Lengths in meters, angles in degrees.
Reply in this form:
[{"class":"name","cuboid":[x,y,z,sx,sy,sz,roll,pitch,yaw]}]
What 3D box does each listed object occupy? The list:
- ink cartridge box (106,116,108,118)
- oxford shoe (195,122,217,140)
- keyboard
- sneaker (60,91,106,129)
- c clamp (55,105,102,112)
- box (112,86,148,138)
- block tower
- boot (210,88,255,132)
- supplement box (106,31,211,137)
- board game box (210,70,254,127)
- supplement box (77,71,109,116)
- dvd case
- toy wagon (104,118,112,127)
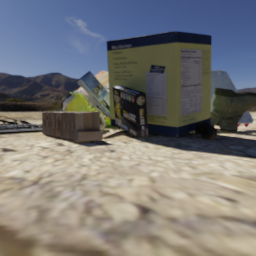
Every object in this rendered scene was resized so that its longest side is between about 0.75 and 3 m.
[{"class":"ink cartridge box","cuboid":[-0.122,-0.970,15.665,2.251,0.933,1.652,0,-10,-3]},{"class":"oxford shoe","cuboid":[2.144,0.081,7.346,0.500,0.430,1.184,12,9,-1]},{"class":"keyboard","cuboid":[-3.820,-0.118,9.266,2.738,0.543,1.425,-2,5,-38]},{"class":"sneaker","cuboid":[-1.417,-0.571,9.639,0.890,0.878,2.329,36,4,23]},{"class":"c clamp","cuboid":[-2.027,-0.646,11.345,1.876,0.254,1.602,-27,41,-34]},{"class":"box","cuboid":[0.037,-0.501,7.899,0.363,1.192,1.479,-15,23,-23]},{"class":"block tower","cuboid":[-1.637,-0.109,7.765,0.700,0.749,2.592,-4,7,-36]},{"class":"boot","cuboid":[3.590,-0.484,8.982,2.076,1.356,0.703,15,8,38]},{"class":"supplement box","cuboid":[0.938,-1.395,8.798,2.764,2.761,1.855,9,15,43]},{"class":"board game box","cuboid":[2.923,-1.150,10.830,2.890,2.890,0.374,-2,-39,-11]},{"class":"supplement box","cuboid":[-0.837,-1.545,12.688,1.815,1.059,2.879,-44,39,-22]},{"class":"dvd case","cuboid":[-0.897,-1.064,10.237,0.193,2.200,1.569,-38,13,17]},{"class":"toy wagon","cuboid":[-0.655,-0.262,11.485,1.574,0.401,2.028,4,5,0]}]
